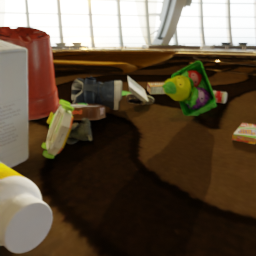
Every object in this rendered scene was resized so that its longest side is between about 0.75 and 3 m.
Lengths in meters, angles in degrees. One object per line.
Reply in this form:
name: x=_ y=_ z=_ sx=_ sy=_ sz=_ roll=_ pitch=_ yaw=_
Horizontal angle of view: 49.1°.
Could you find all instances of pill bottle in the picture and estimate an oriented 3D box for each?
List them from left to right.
pill bottle: x=-2.214 y=1.205 z=4.676 sx=2.120 sy=1.105 sz=1.105 roll=16 pitch=25 yaw=38
pill bottle: x=4.051 y=-1.439 z=12.950 sx=0.916 sy=0.514 sz=0.514 roll=12 pitch=23 yaw=30

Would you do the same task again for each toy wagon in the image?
toy wagon: x=-1.950 y=-0.036 z=7.713 sx=0.368 sy=1.443 sz=1.860 roll=21 pitch=8 yaw=-23

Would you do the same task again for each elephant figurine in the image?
elephant figurine: x=-1.652 y=0.131 z=8.431 sx=1.054 sy=0.746 sz=0.817 roll=-6 pitch=-10 yaw=-10

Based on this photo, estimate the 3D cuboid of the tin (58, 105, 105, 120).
tin: x=-1.563 y=-0.568 z=9.794 sx=1.392 sy=0.520 sz=2.486 roll=6 pitch=6 yaw=4

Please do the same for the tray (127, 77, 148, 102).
tray: x=0.344 y=-1.662 z=12.154 sx=1.029 sy=0.212 sz=1.916 roll=36 pitch=17 yaw=-16

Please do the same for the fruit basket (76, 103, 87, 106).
fruit basket: x=-2.149 y=-0.820 z=11.566 sx=0.886 sy=0.415 sz=0.820 roll=-12 pitch=18 yaw=7

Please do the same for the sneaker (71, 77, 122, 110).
sneaker: x=-1.203 y=-1.264 z=10.783 sx=1.850 sy=0.973 sz=2.560 roll=-1 pitch=-8 yaw=-4

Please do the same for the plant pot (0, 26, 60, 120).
plant pot: x=-4.141 y=-2.252 z=10.900 sx=2.991 sy=2.908 sz=2.991 roll=7 pitch=29 yaw=-4

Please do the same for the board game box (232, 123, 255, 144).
board game box: x=3.844 y=0.169 z=8.968 sx=0.692 sy=0.217 sz=1.449 roll=11 pitch=25 yaw=31

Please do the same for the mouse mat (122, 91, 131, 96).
mouse mat: x=-0.996 y=-1.556 z=13.329 sx=1.949 sy=0.091 sz=2.422 roll=-14 pitch=17 yaw=-22

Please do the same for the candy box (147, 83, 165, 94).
candy box: x=1.891 y=-2.107 z=14.903 sx=1.639 sy=0.453 sz=0.946 roll=-2 pitch=20 yaw=-5

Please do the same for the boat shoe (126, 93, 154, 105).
boat shoe: x=0.546 y=-1.219 z=12.462 sx=1.299 sy=0.467 sz=0.387 roll=9 pitch=51 yaw=-17

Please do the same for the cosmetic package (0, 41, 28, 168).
cosmetic package: x=-3.969 y=-0.519 z=6.256 sx=2.414 sy=2.929 sz=2.416 roll=23 pitch=28 yaw=25

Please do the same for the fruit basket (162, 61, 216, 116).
fruit basket: x=2.251 y=-1.487 z=10.424 sx=1.493 sy=2.070 sz=2.070 roll=-27 pitch=8 yaw=26
